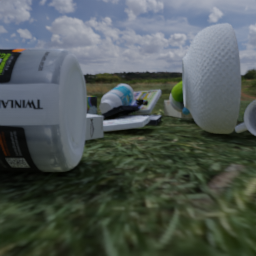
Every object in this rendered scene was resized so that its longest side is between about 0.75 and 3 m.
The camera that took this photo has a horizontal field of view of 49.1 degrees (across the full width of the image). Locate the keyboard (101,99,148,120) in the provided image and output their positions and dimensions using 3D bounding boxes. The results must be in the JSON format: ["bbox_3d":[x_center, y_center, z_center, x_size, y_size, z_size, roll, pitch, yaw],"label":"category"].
[{"bbox_3d":[-0.007,-0.736,10.760,1.750,0.284,2.754,-21,-1,13],"label":"keyboard"}]

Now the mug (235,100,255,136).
[{"bbox_3d":[3.376,-0.186,7.137,1.313,0.970,1.151,-27,-12,28],"label":"mug"}]

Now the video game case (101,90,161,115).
[{"bbox_3d":[0.222,-1.212,13.555,2.332,0.283,2.562,-2,26,21],"label":"video game case"}]

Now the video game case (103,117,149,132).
[{"bbox_3d":[-0.270,-0.108,8.218,1.637,0.194,1.490,-6,7,12],"label":"video game case"}]

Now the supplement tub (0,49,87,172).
[{"bbox_3d":[-2.078,-0.240,3.959,2.780,1.703,1.703,0,7,1],"label":"supplement tub"}]

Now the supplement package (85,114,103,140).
[{"bbox_3d":[-1.123,-0.012,6.753,0.565,0.563,0.963,7,10,40],"label":"supplement package"}]

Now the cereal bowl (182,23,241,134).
[{"bbox_3d":[2.089,-1.251,7.541,1.192,2.863,2.863,-2,7,10],"label":"cereal bowl"}]

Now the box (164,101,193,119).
[{"bbox_3d":[2.420,-0.879,13.031,0.890,0.729,1.875,-2,8,-18],"label":"box"}]

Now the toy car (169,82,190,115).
[{"bbox_3d":[2.987,-1.140,10.831,2.581,1.936,2.259,-3,-28,-20],"label":"toy car"}]

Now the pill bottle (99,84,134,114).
[{"bbox_3d":[-0.519,-1.178,12.249,0.998,0.998,1.801,4,29,29],"label":"pill bottle"}]

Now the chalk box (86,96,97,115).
[{"bbox_3d":[-2.307,-0.943,12.555,1.584,0.989,0.982,-4,8,-36],"label":"chalk box"}]

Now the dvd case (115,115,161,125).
[{"bbox_3d":[0.439,-0.320,10.553,1.484,0.244,1.975,2,8,12],"label":"dvd case"}]
